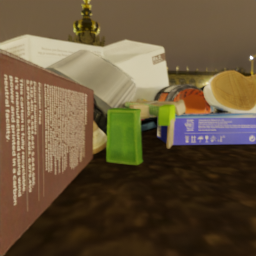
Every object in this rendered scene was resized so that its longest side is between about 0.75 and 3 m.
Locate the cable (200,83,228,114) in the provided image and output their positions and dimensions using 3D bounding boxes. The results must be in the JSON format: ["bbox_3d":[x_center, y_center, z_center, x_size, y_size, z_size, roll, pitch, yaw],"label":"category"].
[{"bbox_3d":[3.030,-0.925,10.808,1.871,0.582,2.293,-11,39,37],"label":"cable"}]

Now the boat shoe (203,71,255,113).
[{"bbox_3d":[2.572,-0.784,6.933,2.760,0.977,0.957,-8,-9,-43],"label":"boat shoe"}]

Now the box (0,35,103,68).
[{"bbox_3d":[-2.657,-1.305,8.974,2.890,2.476,2.876,0,7,38],"label":"box"}]

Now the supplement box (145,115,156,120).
[{"bbox_3d":[0.926,-0.881,12.498,0.961,0.960,0.645,-2,7,-19],"label":"supplement box"}]

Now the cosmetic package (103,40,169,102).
[{"bbox_3d":[-0.123,-1.938,11.011,2.262,2.264,2.744,-25,31,-20],"label":"cosmetic package"}]

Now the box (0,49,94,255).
[{"bbox_3d":[-1.023,0.032,2.044,1.198,0.897,2.393,1,5,3],"label":"box"}]

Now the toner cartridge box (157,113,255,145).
[{"bbox_3d":[2.186,-0.012,6.447,2.873,0.620,1.365,-1,7,-4],"label":"toner cartridge box"}]

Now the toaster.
[{"bbox_3d":[-0.763,-0.739,6.107,2.159,1.227,1.394,33,49,4],"label":"toaster"}]

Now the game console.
[{"bbox_3d":[0.827,-0.101,7.399,1.468,0.866,0.177,-15,41,16],"label":"game console"}]

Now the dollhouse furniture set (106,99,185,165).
[{"bbox_3d":[0.352,-0.034,5.152,1.094,0.845,2.189,4,11,20],"label":"dollhouse furniture set"}]

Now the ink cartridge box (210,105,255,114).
[{"bbox_3d":[4.589,-1.030,12.551,2.141,1.242,2.900,-1,9,-15],"label":"ink cartridge box"}]

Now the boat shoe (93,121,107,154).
[{"bbox_3d":[-0.975,0.035,5.289,0.633,0.573,1.777,-37,24,-29],"label":"boat shoe"}]

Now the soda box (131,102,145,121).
[{"bbox_3d":[-0.776,-0.313,7.996,2.697,0.855,0.944,-5,7,-40],"label":"soda box"}]

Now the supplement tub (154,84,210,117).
[{"bbox_3d":[1.679,-0.693,9.050,1.400,1.400,2.286,-1,8,-7],"label":"supplement tub"}]
